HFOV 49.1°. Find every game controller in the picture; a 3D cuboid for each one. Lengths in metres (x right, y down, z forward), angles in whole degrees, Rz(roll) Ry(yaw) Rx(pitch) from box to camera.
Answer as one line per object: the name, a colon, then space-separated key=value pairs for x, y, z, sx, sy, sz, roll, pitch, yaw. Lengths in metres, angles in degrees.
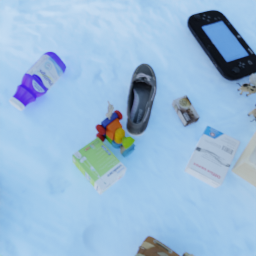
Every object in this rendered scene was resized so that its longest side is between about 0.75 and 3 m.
game controller: x=3.281 y=-2.917 z=9.665 sx=1.553 sy=0.627 sz=2.978 roll=-23 pitch=69 yaw=-10

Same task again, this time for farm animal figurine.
farm animal figurine: x=4.183 y=-1.041 z=8.679 sx=1.227 sy=0.764 sz=1.519 roll=-13 pitch=75 yaw=-7

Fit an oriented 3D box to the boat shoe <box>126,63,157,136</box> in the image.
boat shoe: x=0.438 y=-1.039 z=8.785 sx=0.885 sy=0.754 sz=2.647 roll=8 pitch=67 yaw=3

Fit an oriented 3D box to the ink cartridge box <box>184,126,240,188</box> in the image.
ink cartridge box: x=2.405 y=0.838 z=8.063 sx=1.041 sy=0.606 sz=1.440 roll=28 pitch=70 yaw=11

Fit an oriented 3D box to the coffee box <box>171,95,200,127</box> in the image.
coffee box: x=1.797 y=-0.533 z=8.790 sx=0.494 sy=0.349 sz=0.874 roll=-21 pitch=69 yaw=-10

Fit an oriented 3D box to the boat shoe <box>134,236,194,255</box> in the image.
boat shoe: x=1.376 y=3.481 z=6.751 sx=2.563 sy=0.970 sz=0.947 roll=29 pitch=54 yaw=4

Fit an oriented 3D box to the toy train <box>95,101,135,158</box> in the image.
toy train: x=-0.251 y=0.112 z=7.671 sx=0.826 sy=1.951 sz=1.129 roll=-40 pitch=78 yaw=-18

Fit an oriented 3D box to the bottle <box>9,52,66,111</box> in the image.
bottle: x=-2.890 y=-1.468 z=8.903 sx=0.680 sy=0.870 sz=2.082 roll=14 pitch=61 yaw=45

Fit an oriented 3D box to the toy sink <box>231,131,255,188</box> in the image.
toy sink: x=4.446 y=0.503 z=7.728 sx=1.766 sy=1.518 sz=2.709 roll=33 pitch=76 yaw=13

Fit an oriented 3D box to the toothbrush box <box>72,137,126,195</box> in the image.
toothbrush box: x=-0.831 y=1.062 z=7.924 sx=0.939 sy=0.555 sz=1.290 roll=-37 pitch=71 yaw=-26
